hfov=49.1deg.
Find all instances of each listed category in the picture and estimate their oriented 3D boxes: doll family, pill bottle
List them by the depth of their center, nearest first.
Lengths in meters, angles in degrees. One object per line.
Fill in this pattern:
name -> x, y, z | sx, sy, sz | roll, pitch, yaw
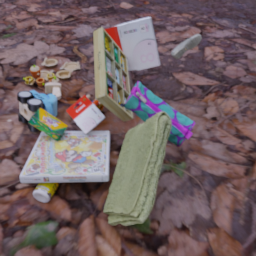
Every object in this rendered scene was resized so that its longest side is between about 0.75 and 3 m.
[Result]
pill bottle -> -2.331, 1.670, 8.203 | 0.518, 0.518, 0.949 | 11, 42, 12
doll family -> -1.427, -0.920, 11.256 | 0.846, 0.614, 1.362 | -39, 36, -27

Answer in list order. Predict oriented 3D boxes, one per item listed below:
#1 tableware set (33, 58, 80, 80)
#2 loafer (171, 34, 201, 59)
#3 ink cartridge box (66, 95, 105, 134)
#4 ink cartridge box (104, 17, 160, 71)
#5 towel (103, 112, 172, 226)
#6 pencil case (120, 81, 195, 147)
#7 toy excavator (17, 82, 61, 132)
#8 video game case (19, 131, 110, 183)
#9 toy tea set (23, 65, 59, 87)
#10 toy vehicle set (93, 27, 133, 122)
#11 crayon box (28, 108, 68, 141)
tableware set -> -3.454, -2.833, 13.580 | 2.195, 0.255, 1.834 | 4, 41, 5
loafer -> 2.211, -3.167, 10.749 | 1.292, 0.452, 0.451 | -34, 40, 3
ink cartridge box -> -1.476, -0.468, 9.658 | 0.901, 0.316, 1.109 | -42, 92, -6
ink cartridge box -> -0.013, -3.247, 11.413 | 2.338, 1.900, 0.667 | -12, 23, 8
towel -> 0.222, 1.083, 7.248 | 0.517, 2.104, 2.836 | 24, 65, -20
pencil case -> 0.869, -0.384, 8.045 | 2.101, 0.971, 0.894 | 36, 86, 2
toy excavator -> -3.239, -1.013, 11.050 | 2.306, 1.152, 2.243 | -20, 42, -41
video game case -> -1.809, 0.810, 8.859 | 2.432, 0.306, 2.672 | -1, 27, -3
toy tea set -> -3.856, -2.337, 12.616 | 1.656, 0.613, 0.985 | 11, 49, 7
toy vehicle set -> -0.544, -1.899, 10.068 | 0.391, 1.834, 2.952 | -18, 61, 23
crayon box -> -2.671, -0.115, 9.419 | 1.136, 0.331, 0.674 | 34, 27, -10
